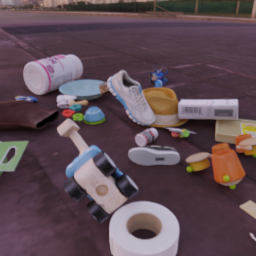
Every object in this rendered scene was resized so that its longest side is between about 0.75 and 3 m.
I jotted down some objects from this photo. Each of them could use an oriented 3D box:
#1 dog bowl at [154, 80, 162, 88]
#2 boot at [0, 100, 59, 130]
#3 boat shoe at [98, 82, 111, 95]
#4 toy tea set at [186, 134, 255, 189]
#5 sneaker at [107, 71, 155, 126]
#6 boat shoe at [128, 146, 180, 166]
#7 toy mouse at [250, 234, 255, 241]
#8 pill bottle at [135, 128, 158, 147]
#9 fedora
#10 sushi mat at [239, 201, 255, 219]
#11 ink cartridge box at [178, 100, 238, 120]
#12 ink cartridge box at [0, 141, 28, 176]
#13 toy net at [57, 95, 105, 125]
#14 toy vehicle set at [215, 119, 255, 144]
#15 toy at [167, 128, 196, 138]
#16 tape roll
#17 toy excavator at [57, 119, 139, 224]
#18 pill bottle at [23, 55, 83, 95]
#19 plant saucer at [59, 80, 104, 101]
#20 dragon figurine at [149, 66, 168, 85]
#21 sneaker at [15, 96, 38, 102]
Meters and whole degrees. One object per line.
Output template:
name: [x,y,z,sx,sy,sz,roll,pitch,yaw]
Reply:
dog bowl: [1.477,-2.017,13.811,0.187,0.756,0.422,-25,48,-31]
boot: [-4.286,-0.348,10.127,2.430,1.057,2.921,11,26,25]
boat shoe: [-0.548,-1.770,12.473,1.517,0.545,0.574,-9,-10,5]
toy tea set: [3.081,0.958,8.071,2.721,1.007,1.618,-18,2,-26]
sneaker: [0.252,-1.071,10.081,0.866,2.311,1.002,-48,9,-37]
boat shoe: [0.768,0.811,8.483,1.543,0.546,0.491,6,27,-4]
toy mouse: [3.604,2.439,5.285,2.001,0.436,2.252,-18,32,-32]
pill bottle: [0.638,0.309,9.512,0.450,0.450,0.776,21,33,35]
fedora: [1.236,-0.955,11.307,2.703,1.102,2.703,0,27,0]
sushi mat: [3.099,2.027,6.541,0.424,0.054,0.885,-15,30,-29]
ink cartridge box: [3.237,-0.955,11.215,2.108,0.740,2.594,2,23,19]
ink cartridge box: [-4.213,1.078,7.545,2.805,0.832,1.456,-1,27,-2]
toy net: [-2.264,-0.720,11.546,1.476,0.543,2.813,-25,34,-35]
toy vehicle set: [4.330,0.168,9.937,2.356,0.312,1.464,8,28,16]
toy: [1.752,0.188,9.744,0.744,0.305,1.293,9,-1,-11]
tape roll: [0.317,2.172,5.746,1.425,0.498,1.425,0,27,0]
toy excavator: [-0.936,0.858,6.760,1.118,2.177,2.239,-42,13,0]
pill bottle: [-3.774,-2.851,14.494,1.615,1.615,2.849,15,30,27]
plant saucer: [-2.111,-1.778,13.648,2.425,0.467,2.425,0,26,0]
dragon figurine: [1.871,-2.875,15.622,1.098,0.650,2.208,14,31,26]
sneaker: [-4.570,-1.190,12.632,0.388,0.432,1.051,-15,-6,40]
